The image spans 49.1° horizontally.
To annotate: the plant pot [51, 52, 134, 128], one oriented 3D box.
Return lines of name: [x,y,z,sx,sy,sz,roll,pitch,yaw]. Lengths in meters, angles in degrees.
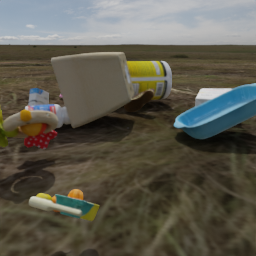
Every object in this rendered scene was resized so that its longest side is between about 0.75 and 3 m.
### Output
plant pot: [-0.856,-1.357,8.390,1.769,1.996,1.998,-12,15,11]

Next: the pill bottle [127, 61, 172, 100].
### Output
pill bottle: [0.190,-1.816,10.896,2.705,1.521,1.521,-4,17,-16]

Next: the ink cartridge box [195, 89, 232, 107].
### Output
ink cartridge box: [3.024,-0.838,9.530,1.277,0.740,2.193,6,19,18]

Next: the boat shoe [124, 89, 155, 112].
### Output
boat shoe: [0.414,-0.980,9.667,1.236,0.446,0.445,-34,15,32]

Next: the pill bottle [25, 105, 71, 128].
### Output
pill bottle: [-2.228,-0.316,7.872,1.205,0.676,0.676,-7,18,-19]

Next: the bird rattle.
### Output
bird rattle: [-1.826,0.031,5.176,1.205,0.833,1.479,-21,-24,32]

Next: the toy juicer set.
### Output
toy juicer set: [-0.676,0.753,2.928,0.650,0.278,1.022,13,-18,6]

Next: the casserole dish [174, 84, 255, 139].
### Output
casserole dish: [2.431,-0.407,7.188,2.565,0.498,1.554,-27,15,-2]

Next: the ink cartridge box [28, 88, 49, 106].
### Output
ink cartridge box: [-2.949,-0.851,9.218,0.322,0.768,0.557,-3,-12,27]

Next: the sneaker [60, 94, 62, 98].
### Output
sneaker: [-2.347,-1.744,12.589,0.623,0.753,1.578,13,19,42]
